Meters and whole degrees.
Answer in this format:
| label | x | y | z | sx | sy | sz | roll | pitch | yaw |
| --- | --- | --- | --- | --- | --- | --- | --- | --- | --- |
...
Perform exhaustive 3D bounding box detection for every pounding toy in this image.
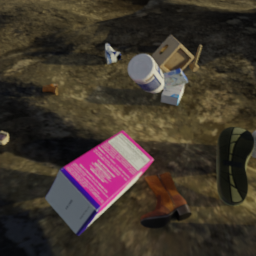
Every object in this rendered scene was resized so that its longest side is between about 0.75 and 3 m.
| label | x | y | z | sx | sy | sz | roll | pitch | yaw |
| --- | --- | --- | --- | --- | --- | --- | --- | --- | --- |
| pounding toy | 1.984 | -2.714 | 10.582 | 1.748 | 1.536 | 0.800 | 22 | 28 | -47 |

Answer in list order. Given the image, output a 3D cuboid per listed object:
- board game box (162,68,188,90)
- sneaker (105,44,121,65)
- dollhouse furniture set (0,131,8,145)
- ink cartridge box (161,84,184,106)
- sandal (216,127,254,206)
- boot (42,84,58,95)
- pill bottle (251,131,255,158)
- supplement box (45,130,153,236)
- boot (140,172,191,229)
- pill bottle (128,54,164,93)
| label | x | y | z | sx | sy | sz | roll | pitch | yaw |
| --- | --- | --- | --- | --- | --- | --- | --- | --- | --- |
| board game box | 1.585 | -1.768 | 10.282 | 0.977 | 0.982 | 0.213 | -16 | 71 | 22 |
| sneaker | -0.767 | -3.738 | 14.365 | 0.789 | 0.552 | 1.366 | -4 | 50 | -10 |
| dollhouse furniture set | -5.267 | 0.354 | 9.273 | 1.484 | 1.329 | 1.873 | 15 | 45 | 16 |
| ink cartridge box | 1.939 | -1.534 | 11.989 | 0.723 | 0.426 | 1.256 | 16 | 45 | 16 |
| sandal | 3.261 | 1.132 | 8.915 | 1.125 | 0.808 | 2.832 | 16 | 60 | 11 |
| boot | -3.410 | -1.661 | 12.209 | 0.651 | 0.321 | 0.838 | -8 | 43 | -8 |
| pill bottle | 5.010 | 0.620 | 9.275 | 1.670 | 0.938 | 0.938 | 6 | 43 | 6 |
| supplement box | -0.665 | 1.317 | 7.396 | 1.327 | 1.299 | 2.568 | 44 | 38 | 13 |
| boot | 0.833 | 1.981 | 8.095 | 1.521 | 0.553 | 1.616 | -13 | 44 | -14 |
| pill bottle | 0.592 | -1.519 | 8.245 | 0.789 | 1.422 | 0.789 | -5 | 76 | 21 |
